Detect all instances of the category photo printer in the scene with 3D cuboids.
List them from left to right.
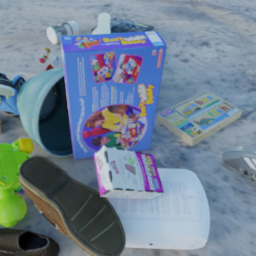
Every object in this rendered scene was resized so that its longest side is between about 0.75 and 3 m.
[{"bbox_3d":[0.600,1.592,5.714,2.019,0.701,1.680,1,43,1],"label":"photo printer"}]

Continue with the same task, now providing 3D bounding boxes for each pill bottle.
[{"bbox_3d":[-2.883,-4.293,12.546,0.747,0.747,1.321,33,50,32],"label":"pill bottle"}]

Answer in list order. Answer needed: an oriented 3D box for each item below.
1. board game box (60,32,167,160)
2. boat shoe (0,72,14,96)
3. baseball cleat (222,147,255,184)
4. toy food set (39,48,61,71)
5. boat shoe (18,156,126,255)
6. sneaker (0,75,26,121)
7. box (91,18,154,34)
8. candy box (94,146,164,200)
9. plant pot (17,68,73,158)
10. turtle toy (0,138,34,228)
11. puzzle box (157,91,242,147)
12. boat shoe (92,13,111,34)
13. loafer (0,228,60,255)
[{"bbox_3d":[-0.375,-0.610,6.439,2.014,2.996,0.671,-6,44,-13],"label":"board game box"},{"bbox_3d":[-3.484,-1.183,7.230,2.154,0.650,0.815,5,-9,46],"label":"boat shoe"},{"bbox_3d":[3.030,1.141,6.247,2.103,0.733,1.119,12,65,37],"label":"baseball cleat"},{"bbox_3d":[-2.652,-2.063,9.697,0.620,1.298,0.584,-7,46,28],"label":"toy food set"},{"bbox_3d":[-1.028,1.491,5.139,2.413,0.820,0.868,39,49,21],"label":"boat shoe"},{"bbox_3d":[-3.377,-0.875,8.550,0.880,1.028,2.481,-40,31,2],"label":"sneaker"},{"bbox_3d":[-0.233,-4.272,12.642,2.268,0.579,1.789,24,47,26],"label":"box"},{"bbox_3d":[0.019,0.848,5.155,1.226,0.374,0.836,15,48,-38],"label":"candy box"},{"bbox_3d":[-1.860,-0.542,7.163,1.478,2.207,2.207,22,45,31],"label":"plant pot"},{"bbox_3d":[-2.680,1.116,6.006,1.481,1.027,2.033,-7,41,-26],"label":"turtle toy"},{"bbox_3d":[2.131,-0.369,8.345,2.141,0.272,1.425,-26,46,-27],"label":"puzzle box"},{"bbox_3d":[-1.087,-3.980,11.851,0.733,0.622,2.013,5,59,2],"label":"boat shoe"},{"bbox_3d":[-2.020,2.110,5.267,1.464,0.522,0.534,4,41,5],"label":"loafer"}]
